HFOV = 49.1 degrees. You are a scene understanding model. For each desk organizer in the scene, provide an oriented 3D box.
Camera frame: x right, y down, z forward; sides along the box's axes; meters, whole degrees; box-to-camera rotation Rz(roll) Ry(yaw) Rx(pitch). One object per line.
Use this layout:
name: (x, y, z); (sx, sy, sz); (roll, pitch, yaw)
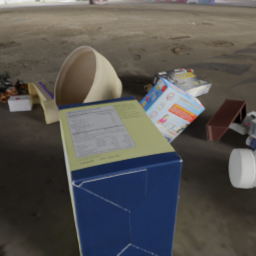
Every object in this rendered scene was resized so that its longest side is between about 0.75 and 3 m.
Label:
desk organizer: (3.815, -0.301, 10.735); (0.794, 0.740, 2.062); (10, 39, 38)

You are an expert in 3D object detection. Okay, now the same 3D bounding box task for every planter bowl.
planter bowl: (-1.400, -1.567, 10.892); (1.778, 2.641, 2.641); (19, 12, -43)

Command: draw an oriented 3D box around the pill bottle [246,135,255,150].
pill bottle: (4.632, 0.610, 9.940); (0.432, 0.432, 0.778); (-15, 33, -23)

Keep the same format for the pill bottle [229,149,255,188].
pill bottle: (4.258, 1.191, 7.940); (2.457, 1.405, 1.405); (2, 31, 3)

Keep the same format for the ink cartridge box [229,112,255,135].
ink cartridge box: (4.747, -0.349, 11.651); (1.537, 0.335, 1.334); (-19, 37, -28)

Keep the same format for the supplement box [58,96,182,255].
supplement box: (-0.371, 1.210, 6.498); (1.954, 2.910, 2.907); (-9, 32, -14)

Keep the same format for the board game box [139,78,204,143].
board game box: (1.238, -0.466, 9.407); (1.931, 1.891, 0.540); (23, 30, -38)

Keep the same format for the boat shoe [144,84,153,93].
boat shoe: (1.164, -1.868, 14.138); (0.403, 0.445, 1.249); (-15, 25, -11)

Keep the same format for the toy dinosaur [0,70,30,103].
toy dinosaur: (-5.569, -1.801, 13.396); (1.671, 1.258, 2.462); (38, 24, 25)

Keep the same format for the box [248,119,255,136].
box: (5.716, 0.252, 10.345); (1.212, 0.625, 2.078); (-20, 36, -30)

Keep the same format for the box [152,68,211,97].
box: (2.678, -2.221, 13.970); (2.379, 0.575, 1.884); (-18, 46, -38)

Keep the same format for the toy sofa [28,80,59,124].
toy sofa: (-3.454, -1.260, 12.427); (1.245, 1.057, 2.551); (-17, 34, -26)

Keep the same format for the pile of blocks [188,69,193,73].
pile of blocks: (3.381, -2.929, 15.726); (0.751, 0.568, 1.829); (-1, 30, -2)

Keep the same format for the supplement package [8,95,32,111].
supplement package: (-4.897, -1.125, 12.738); (0.901, 0.540, 0.546); (-4, 31, -7)
